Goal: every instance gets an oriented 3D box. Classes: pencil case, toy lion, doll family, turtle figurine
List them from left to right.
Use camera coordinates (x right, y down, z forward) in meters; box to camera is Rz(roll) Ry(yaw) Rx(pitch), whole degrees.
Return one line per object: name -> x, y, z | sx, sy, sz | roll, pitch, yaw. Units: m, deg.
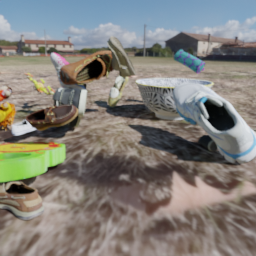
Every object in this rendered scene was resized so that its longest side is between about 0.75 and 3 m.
doll family -> -4.614, -0.302, 8.688 | 2.948, 1.328, 1.830 | -14, 19, 17
toy lion -> -2.327, 0.599, 5.559 | 2.373, 0.850, 2.476 | -2, 5, -33
turtle figurine -> -3.577, -1.661, 11.645 | 1.624, 0.523, 1.310 | 35, 3, -9
pencil case -> 2.550, -2.768, 11.671 | 1.276, 0.543, 0.590 | 38, 14, 24

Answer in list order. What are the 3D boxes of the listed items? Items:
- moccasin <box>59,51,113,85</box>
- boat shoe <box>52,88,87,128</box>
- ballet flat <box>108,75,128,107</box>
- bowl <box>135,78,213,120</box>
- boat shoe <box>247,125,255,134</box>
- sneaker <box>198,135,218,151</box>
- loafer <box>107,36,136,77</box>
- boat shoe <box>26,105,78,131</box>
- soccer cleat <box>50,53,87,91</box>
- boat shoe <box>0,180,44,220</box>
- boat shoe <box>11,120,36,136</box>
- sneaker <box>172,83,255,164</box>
moccasin -> -1.076, -2.038, 9.407 | 0.981, 0.929, 2.541 | 18, 29, 33
boat shoe -> -1.763, -0.591, 8.256 | 0.900, 0.956, 2.661 | 4, -9, -12
ballet flat -> -0.493, -1.715, 12.242 | 0.593, 1.676, 0.593 | 23, -21, 9
bowl -> 1.695, -1.092, 10.654 | 2.882, 1.352, 2.882 | 0, 16, 0
boat shoe -> 3.376, 0.172, 7.768 | 1.620, 0.507, 0.576 | 6, 19, 26
sneaker -> 2.407, 0.302, 7.495 | 1.031, 0.385, 0.547 | -9, 20, -24
loafer -> -0.297, -2.266, 9.431 | 0.635, 1.859, 0.703 | -27, 54, 9
boat shoe -> -1.581, -0.240, 5.729 | 1.150, 0.404, 0.405 | -18, 49, 22
soccer cleat -> -2.139, -1.733, 9.512 | 0.732, 1.695, 0.592 | -48, 19, -21
boat shoe -> -1.909, 1.068, 4.636 | 1.338, 0.480, 0.506 | 9, 18, 28
boat shoe -> -2.805, -0.075, 7.770 | 0.352, 0.313, 0.957 | 11, 23, 23
sneaker -> 1.936, -0.504, 6.832 | 1.117, 1.291, 2.979 | -42, 42, 4
